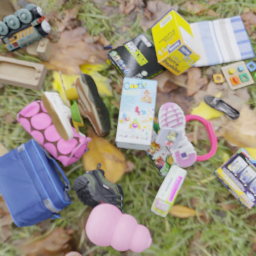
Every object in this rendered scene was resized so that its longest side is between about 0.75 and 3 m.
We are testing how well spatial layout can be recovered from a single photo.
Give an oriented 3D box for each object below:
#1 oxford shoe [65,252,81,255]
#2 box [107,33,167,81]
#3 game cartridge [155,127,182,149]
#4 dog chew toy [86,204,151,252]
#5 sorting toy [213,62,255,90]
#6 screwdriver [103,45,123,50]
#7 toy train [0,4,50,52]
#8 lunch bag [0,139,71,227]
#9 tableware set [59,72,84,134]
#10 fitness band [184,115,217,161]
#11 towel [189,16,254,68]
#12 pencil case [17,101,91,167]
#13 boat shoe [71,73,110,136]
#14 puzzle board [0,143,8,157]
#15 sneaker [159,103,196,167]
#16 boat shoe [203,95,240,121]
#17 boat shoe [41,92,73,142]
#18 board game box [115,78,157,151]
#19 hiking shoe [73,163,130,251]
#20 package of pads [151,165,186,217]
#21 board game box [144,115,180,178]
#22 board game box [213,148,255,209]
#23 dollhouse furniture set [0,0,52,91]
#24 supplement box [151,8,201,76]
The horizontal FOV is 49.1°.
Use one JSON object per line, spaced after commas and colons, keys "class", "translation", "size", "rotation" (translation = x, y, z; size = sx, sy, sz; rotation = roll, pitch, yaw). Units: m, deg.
{"class": "oxford shoe", "translation": [-1.319, 5.233, 8.534], "size": [0.956, 0.997, 2.701], "rotation": [-27, 89, -17]}
{"class": "box", "translation": [0.403, -2.799, 11.687], "size": [1.863, 0.458, 1.929], "rotation": [-32, 73, -10]}
{"class": "game cartridge", "translation": [1.347, 0.312, 9.074], "size": [0.188, 0.920, 0.612], "rotation": [32, 102, 52]}
{"class": "dog chew toy", "translation": [-0.238, 2.930, 7.964], "size": [1.845, 1.149, 1.149], "rotation": [20, 72, 9]}
{"class": "sorting toy", "translation": [4.533, -2.207, 11.602], "size": [1.988, 0.271, 1.119], "rotation": [-18, 72, -6]}
{"class": "screwdriver", "translation": [-0.578, -3.310, 11.402], "size": [0.207, 1.425, 0.199], "rotation": [-22, 111, -37]}
{"class": "toy train", "translation": [-4.118, -3.871, 10.961], "size": [2.244, 1.279, 0.956], "rotation": [-16, 34, 21]}
{"class": "lunch bag", "translation": [-3.043, 1.868, 9.365], "size": [1.822, 1.871, 2.754], "rotation": [-31, 77, -9]}
{"class": "tableware set", "translation": [-1.828, -0.662, 9.702], "size": [0.434, 2.829, 1.906], "rotation": [-16, 78, -11]}
{"class": "fitness band", "translation": [2.631, 0.360, 10.724], "size": [1.334, 0.348, 1.857], "rotation": [-10, 71, -1]}
{"class": "towel", "translation": [3.752, -3.745, 12.088], "size": [2.934, 0.349, 2.155], "rotation": [-9, 72, -3]}
{"class": "pencil case", "translation": [-2.741, 0.113, 10.326], "size": [2.785, 1.264, 1.304], "rotation": [39, 99, 12]}
{"class": "boat shoe", "translation": [-1.486, -0.842, 10.893], "size": [0.934, 0.957, 2.529], "rotation": [-26, 78, 23]}
{"class": "puzzle board", "translation": [-5.139, 1.525, 10.411], "size": [1.356, 0.157, 1.800], "rotation": [42, 77, 12]}
{"class": "sneaker", "translation": [1.643, 0.263, 10.022], "size": [0.926, 1.018, 2.303], "rotation": [-17, 87, -3]}
{"class": "boat shoe", "translation": [3.715, -0.880, 11.056], "size": [1.586, 0.452, 0.530], "rotation": [35, 75, 11]}
{"class": "boat shoe", "translation": [-2.333, -0.481, 9.895], "size": [0.725, 0.741, 2.093], "rotation": [-15, 64, -36]}
{"class": "board game box", "translation": [0.309, -0.459, 10.199], "size": [1.219, 1.197, 2.324], "rotation": [7, 76, 3]}
{"class": "hiking shoe", "translation": [-0.486, 2.627, 9.463], "size": [1.502, 1.130, 2.984], "rotation": [-34, 95, -46]}
{"class": "package of pads", "translation": [1.312, 2.148, 9.231], "size": [0.569, 1.670, 1.290], "rotation": [26, 63, 12]}
{"class": "board game box", "translation": [1.155, 0.662, 10.645], "size": [1.160, 0.260, 2.214], "rotation": [-31, 74, -11]}
{"class": "board game box", "translation": [4.206, 1.813, 10.136], "size": [1.409, 0.483, 1.705], "rotation": [-38, 75, -10]}
{"class": "dollhouse furniture set", "translation": [-4.615, -3.510, 10.929], "size": [2.767, 2.371, 2.910], "rotation": [12, 72, 4]}
{"class": "supplement box", "translation": [1.838, -3.377, 11.029], "size": [1.175, 1.182, 2.159], "rotation": [24, 46, -36]}
